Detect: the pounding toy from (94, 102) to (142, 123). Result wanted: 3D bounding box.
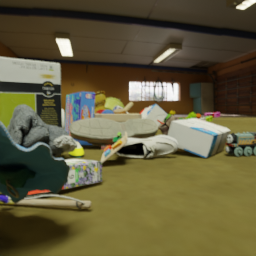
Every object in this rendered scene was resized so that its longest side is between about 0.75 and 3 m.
[{"bbox_3d":[-0.427,-0.227,10.435,2.104,1.496,1.937,-2,4,-23],"label":"pounding toy"}]

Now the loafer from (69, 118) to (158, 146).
[{"bbox_3d":[-0.441,0.272,8.832,2.770,0.871,0.996,-1,38,-11],"label":"loafer"}]

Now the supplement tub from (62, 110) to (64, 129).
[{"bbox_3d":[-3.756,-0.253,12.178,1.827,1.325,1.325,-1,4,-20],"label":"supplement tub"}]

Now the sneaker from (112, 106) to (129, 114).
[{"bbox_3d":[-0.315,-0.604,13.934,0.939,0.657,1.626,29,0,44],"label":"sneaker"}]

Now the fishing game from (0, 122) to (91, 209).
[{"bbox_3d":[-1.520,0.349,2.213,2.054,0.446,2.869,0,-28,8],"label":"fishing game"}]

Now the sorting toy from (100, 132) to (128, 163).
[{"bbox_3d":[-0.335,0.400,6.286,0.823,0.164,1.114,-44,8,6],"label":"sorting toy"}]

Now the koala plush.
[{"bbox_3d":[-1.949,0.243,6.378,1.443,1.326,1.280,13,-1,-30],"label":"koala plush"}]

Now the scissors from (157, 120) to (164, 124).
[{"bbox_3d":[1.411,0.000,9.794,0.439,0.084,1.199,31,6,-34],"label":"scissors"}]

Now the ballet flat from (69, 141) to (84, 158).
[{"bbox_3d":[-1.412,0.531,7.429,0.363,0.364,1.087,-5,5,-17],"label":"ballet flat"}]

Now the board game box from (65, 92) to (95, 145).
[{"bbox_3d":[-1.835,-0.364,10.300,0.527,1.781,2.342,2,2,-24],"label":"board game box"}]

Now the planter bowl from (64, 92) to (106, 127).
[{"bbox_3d":[-1.968,-0.529,13.996,2.782,1.159,2.782,-36,-5,-4],"label":"planter bowl"}]

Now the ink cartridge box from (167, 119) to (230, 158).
[{"bbox_3d":[1.952,0.225,7.665,1.162,0.681,1.586,21,14,31],"label":"ink cartridge box"}]

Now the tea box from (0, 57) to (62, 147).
[{"bbox_3d":[-3.242,-0.525,7.448,2.488,2.448,1.663,-3,4,-41],"label":"tea box"}]

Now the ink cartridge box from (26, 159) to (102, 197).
[{"bbox_3d":[-1.140,0.706,4.179,0.753,0.348,1.383,-2,-2,42],"label":"ink cartridge box"}]

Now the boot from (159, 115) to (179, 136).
[{"bbox_3d":[1.718,-0.051,9.169,1.311,0.958,0.460,-42,13,14],"label":"boot"}]

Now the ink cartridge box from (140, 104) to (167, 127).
[{"bbox_3d":[0.737,-0.233,11.506,0.651,1.126,1.937,40,-11,-8],"label":"ink cartridge box"}]

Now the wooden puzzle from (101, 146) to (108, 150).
[{"bbox_3d":[-0.117,0.577,7.940,0.960,0.114,1.619,0,-3,22],"label":"wooden puzzle"}]

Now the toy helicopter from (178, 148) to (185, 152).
[{"bbox_3d":[1.636,0.539,8.330,0.634,0.378,0.959,10,16,6],"label":"toy helicopter"}]

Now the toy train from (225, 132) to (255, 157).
[{"bbox_3d":[3.021,0.416,7.285,1.071,0.610,0.456,-1,3,-14],"label":"toy train"}]

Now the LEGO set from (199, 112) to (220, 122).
[{"bbox_3d":[3.804,-0.160,14.440,1.026,0.953,2.499,-1,8,39],"label":"LEGO set"}]

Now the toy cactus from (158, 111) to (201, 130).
[{"bbox_3d":[2.088,-0.077,12.036,2.335,1.194,1.927,0,-5,-43],"label":"toy cactus"}]

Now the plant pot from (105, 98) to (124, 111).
[{"bbox_3d":[-1.421,-0.995,20.457,2.158,2.158,1.984,0,14,7],"label":"plant pot"}]

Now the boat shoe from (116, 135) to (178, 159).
[{"bbox_3d":[0.446,0.496,6.789,1.556,0.560,0.511,4,20,1],"label":"boat shoe"}]
